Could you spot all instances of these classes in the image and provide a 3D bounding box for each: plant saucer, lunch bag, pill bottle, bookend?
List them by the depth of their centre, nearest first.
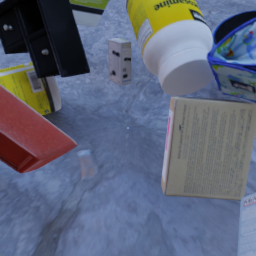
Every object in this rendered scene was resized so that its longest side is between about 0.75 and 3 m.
[{"bbox_3d":[2.314,-1.076,4.614,1.783,1.516,1.136,-10,72,25],"label":"lunch bag"},{"bbox_3d":[-2.444,-0.105,4.781,2.711,2.706,0.497,40,62,-13],"label":"plant saucer"},{"bbox_3d":[0.887,-2.026,5.918,1.442,1.442,2.565,-10,63,-10],"label":"pill bottle"},{"bbox_3d":[-2.303,-2.111,6.977,2.133,2.120,0.983,-9,11,34],"label":"bookend"},{"bbox_3d":[-3.650,-0.925,8.426,2.929,1.647,1.647,-18,49,-17],"label":"pill bottle"}]

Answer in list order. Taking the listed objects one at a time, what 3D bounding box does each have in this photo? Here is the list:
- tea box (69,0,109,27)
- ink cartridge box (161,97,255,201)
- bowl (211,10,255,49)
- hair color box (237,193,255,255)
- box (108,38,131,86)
[{"bbox_3d":[-1.612,-4.883,9.207,1.397,2.056,2.090,-8,58,-41],"label":"tea box"},{"bbox_3d":[1.363,0.339,4.885,1.391,1.689,0.634,5,12,0],"label":"ink cartridge box"},{"bbox_3d":[3.542,-2.616,8.127,2.248,0.441,2.248,-11,51,14],"label":"bowl"},{"bbox_3d":[1.823,1.562,3.691,0.650,0.398,1.313,42,42,-10],"label":"hair color box"},{"bbox_3d":[-0.210,-1.689,7.148,0.324,1.078,0.629,-18,31,-30],"label":"box"}]
